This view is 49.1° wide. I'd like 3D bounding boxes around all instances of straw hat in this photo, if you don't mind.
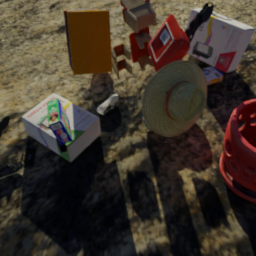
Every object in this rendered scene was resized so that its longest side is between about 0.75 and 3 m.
[{"bbox_3d":[1.663,-0.743,8.142,2.435,2.435,1.030,-21,24,-18],"label":"straw hat"}]

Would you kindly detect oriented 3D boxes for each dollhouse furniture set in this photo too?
[{"bbox_3d":[0.471,-3.792,11.467,2.908,2.876,1.498,-24,60,-8],"label":"dollhouse furniture set"}]

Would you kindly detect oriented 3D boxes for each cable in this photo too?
[{"bbox_3d":[2.460,-3.849,10.879,0.523,1.679,2.058,36,74,-8],"label":"cable"}]

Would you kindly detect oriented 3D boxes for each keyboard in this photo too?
[{"bbox_3d":[-3.816,1.128,10.653,0.537,0.115,0.895,1,47,-8],"label":"keyboard"}]

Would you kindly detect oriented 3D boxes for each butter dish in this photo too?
[{"bbox_3d":[1.423,-2.519,8.771,1.046,1.411,1.415,12,48,-30],"label":"butter dish"}]

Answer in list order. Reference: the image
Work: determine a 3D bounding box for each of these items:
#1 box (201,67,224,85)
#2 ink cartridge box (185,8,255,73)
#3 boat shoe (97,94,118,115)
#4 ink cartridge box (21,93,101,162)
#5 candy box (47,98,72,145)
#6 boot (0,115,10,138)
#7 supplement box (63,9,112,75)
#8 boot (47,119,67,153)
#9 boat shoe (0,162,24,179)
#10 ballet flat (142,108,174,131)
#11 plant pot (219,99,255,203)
[{"bbox_3d":[3.894,-2.543,13.825,1.566,0.325,0.932,-16,50,-17],"label":"box"},{"bbox_3d":[4.354,-4.433,14.108,2.999,2.213,1.284,36,39,28],"label":"ink cartridge box"},{"bbox_3d":[-0.815,-1.011,12.363,0.407,0.446,1.240,37,58,21],"label":"boat shoe"},{"bbox_3d":[-2.630,-0.083,11.091,2.502,1.051,1.812,28,54,23],"label":"ink cartridge box"},{"bbox_3d":[-1.813,-0.166,7.392,0.367,0.806,0.953,-20,46,-2],"label":"candy box"},{"bbox_3d":[-4.143,-0.093,8.682,0.636,0.329,0.973,34,99,12],"label":"boot"},{"bbox_3d":[-1.634,-3.478,11.090,1.493,2.218,2.249,-8,25,-13],"label":"supplement box"},{"bbox_3d":[-2.258,0.212,8.957,0.328,0.823,0.999,-22,50,-3],"label":"boot"},{"bbox_3d":[-4.305,1.481,10.117,1.023,0.339,0.382,-23,51,-11],"label":"boat shoe"},{"bbox_3d":[1.852,-0.497,11.756,2.602,0.886,0.875,-21,72,-11],"label":"ballet flat"},{"bbox_3d":[4.497,0.831,9.247,2.828,2.575,2.828,0,49,0],"label":"plant pot"}]
